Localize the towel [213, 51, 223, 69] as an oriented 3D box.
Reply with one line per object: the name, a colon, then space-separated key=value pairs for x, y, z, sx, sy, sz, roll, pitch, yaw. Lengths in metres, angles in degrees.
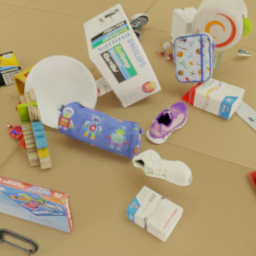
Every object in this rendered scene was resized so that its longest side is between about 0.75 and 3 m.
towel: x=3.684 y=-2.801 z=12.096 sx=0.119 sy=1.014 sz=0.773 roll=22 pitch=75 yaw=-13

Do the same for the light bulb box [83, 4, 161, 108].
light bulb box: x=-0.248 y=-2.747 z=10.772 sx=1.678 sy=2.665 sz=2.689 roll=-26 pitch=44 yaw=11

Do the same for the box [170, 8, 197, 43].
box: x=2.906 y=-4.686 z=13.597 sx=1.094 sy=1.674 sz=1.665 roll=-11 pitch=45 yaw=-11

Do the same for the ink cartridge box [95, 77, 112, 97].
ink cartridge box: x=-1.147 y=-1.698 z=11.590 sx=0.855 sy=0.363 sz=0.623 roll=-33 pitch=54 yaw=-27

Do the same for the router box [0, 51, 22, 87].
router box: x=-5.916 y=-2.405 z=12.112 sx=2.342 sy=0.598 sz=1.747 roll=-22 pitch=49 yaw=-20

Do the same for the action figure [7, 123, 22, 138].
action figure: x=-3.593 y=0.238 z=9.671 sx=1.737 sy=0.449 sz=0.568 roll=24 pitch=53 yaw=25

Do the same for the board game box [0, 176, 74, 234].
board game box: x=-2.802 y=1.895 z=7.288 sx=2.785 sy=1.434 sz=0.271 roll=12 pitch=42 yaw=11

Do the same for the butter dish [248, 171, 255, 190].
butter dish: x=4.407 y=1.513 z=7.971 sx=1.360 sy=1.008 sz=1.364 roll=-5 pitch=45 yaw=-6

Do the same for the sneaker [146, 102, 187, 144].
sneaker: x=1.475 y=-0.359 z=9.834 sx=0.838 sy=0.922 sz=2.085 roll=32 pitch=54 yaw=23

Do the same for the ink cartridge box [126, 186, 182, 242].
ink cartridge box: x=0.701 y=2.297 z=7.535 sx=1.230 sy=0.518 sz=0.898 roll=28 pitch=51 yaw=24

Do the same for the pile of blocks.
pile of blocks: x=-3.151 y=0.023 z=8.886 sx=0.847 sy=1.119 sz=2.726 roll=-13 pitch=70 yaw=-20

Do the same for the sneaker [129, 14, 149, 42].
sneaker: x=0.446 y=-5.164 z=14.702 sx=2.279 sy=0.860 sz=1.297 roll=-33 pitch=54 yaw=-21

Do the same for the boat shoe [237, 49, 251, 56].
boat shoe: x=5.517 y=-3.570 z=13.253 sx=0.967 sy=0.299 sz=0.352 roll=-7 pitch=16 yaw=-36

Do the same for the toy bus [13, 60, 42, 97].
toy bus: x=-3.196 y=-2.047 z=11.235 sx=2.474 sy=1.355 sz=2.622 roll=-5 pitch=46 yaw=-5

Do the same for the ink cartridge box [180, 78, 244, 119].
ink cartridge box: x=3.218 y=-1.271 z=10.878 sx=2.076 sy=0.698 sz=1.206 roll=26 pitch=50 yaw=28

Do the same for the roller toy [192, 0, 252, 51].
roller toy: x=3.737 y=-4.412 z=11.514 sx=2.219 sy=2.024 sz=1.551 roll=39 pitch=55 yaw=-15

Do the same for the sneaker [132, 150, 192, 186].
sneaker: x=0.879 y=1.161 z=7.648 sx=0.749 sy=0.658 sz=1.870 roll=-12 pitch=21 yaw=-41

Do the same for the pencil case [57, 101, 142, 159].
pencil case: x=-0.900 y=0.021 z=9.121 sx=2.828 sy=1.104 sz=1.228 roll=20 pitch=90 yaw=8

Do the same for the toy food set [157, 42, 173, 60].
toy food set: x=1.879 y=-3.607 z=13.176 sx=1.318 sy=0.629 sz=0.593 roll=14 pitch=49 yaw=37

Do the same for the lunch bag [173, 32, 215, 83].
lunch bag: x=2.518 y=-2.678 z=10.635 sx=1.506 sy=1.879 sz=0.710 roll=3 pitch=21 yaw=25

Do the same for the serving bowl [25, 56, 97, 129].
serving bowl: x=-2.329 y=-1.265 z=10.067 sx=2.532 sy=2.532 sz=0.833 roll=1 pitch=10 yaw=1

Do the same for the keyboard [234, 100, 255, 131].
keyboard: x=4.634 y=-0.323 z=10.402 sx=0.659 sy=0.125 sz=2.342 roll=-22 pitch=47 yaw=-12

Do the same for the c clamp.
c clamp: x=-2.754 y=2.813 z=6.852 sx=1.227 sy=1.048 sz=0.166 roll=19 pitch=36 yaw=2
